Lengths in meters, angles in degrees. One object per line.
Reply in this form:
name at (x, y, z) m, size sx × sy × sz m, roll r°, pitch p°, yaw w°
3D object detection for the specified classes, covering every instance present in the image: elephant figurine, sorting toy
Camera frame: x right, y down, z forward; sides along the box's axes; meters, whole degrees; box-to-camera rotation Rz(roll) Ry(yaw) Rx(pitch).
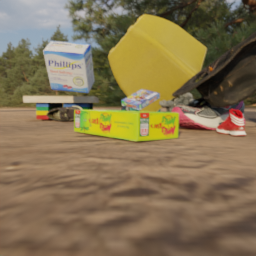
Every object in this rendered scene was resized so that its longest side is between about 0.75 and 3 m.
elephant figurine at (1.687, -0.554, 9.783) m, size 1.452 × 1.126 × 1.027 m, roll -35°, pitch -11°, yaw -34°
sorting toy at (-2.792, -0.878, 12.412) m, size 2.827 × 0.984 × 2.810 m, roll 0°, pitch 5°, yaw -3°

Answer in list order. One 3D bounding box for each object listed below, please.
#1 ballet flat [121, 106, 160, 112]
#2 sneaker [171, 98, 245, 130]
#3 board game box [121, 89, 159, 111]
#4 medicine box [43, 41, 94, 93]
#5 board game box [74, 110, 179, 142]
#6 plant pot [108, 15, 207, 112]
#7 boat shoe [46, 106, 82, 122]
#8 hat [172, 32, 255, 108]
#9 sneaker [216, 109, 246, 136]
ballet flat at (0.591, -0.974, 14.296) m, size 0.938 × 0.938 × 2.608 m, roll 5°, pitch 6°, yaw 41°
sneaker at (2.308, -0.521, 8.133) m, size 2.890 × 1.079 × 1.165 m, roll -5°, pitch 7°, yaw -39°
board game box at (0.314, -0.713, 6.963) m, size 0.568 × 0.144 × 0.839 m, roll 19°, pitch 38°, yaw 37°
medicine box at (-1.875, -1.959, 9.064) m, size 1.320 × 1.449 × 0.746 m, roll 7°, pitch 44°, yaw 8°
board game box at (-0.136, -0.110, 6.404) m, size 1.187 × 0.556 × 2.337 m, roll -3°, pitch 6°, yaw -40°
plant pot at (0.938, -2.721, 11.192) m, size 2.839 × 2.904 × 2.821 m, roll -41°, pitch 14°, yaw 40°
boat shoe at (-2.419, -0.479, 10.679) m, size 1.728 × 0.633 × 0.560 m, roll -3°, pitch 11°, yaw 37°
hat at (2.556, -1.235, 6.921) m, size 2.880 × 1.162 × 2.880 m, roll -35°, pitch 3°, yaw 2°
sneaker at (2.447, -0.148, 6.635) m, size 0.411 × 0.606 × 1.049 m, roll -1°, pitch 5°, yaw -13°
